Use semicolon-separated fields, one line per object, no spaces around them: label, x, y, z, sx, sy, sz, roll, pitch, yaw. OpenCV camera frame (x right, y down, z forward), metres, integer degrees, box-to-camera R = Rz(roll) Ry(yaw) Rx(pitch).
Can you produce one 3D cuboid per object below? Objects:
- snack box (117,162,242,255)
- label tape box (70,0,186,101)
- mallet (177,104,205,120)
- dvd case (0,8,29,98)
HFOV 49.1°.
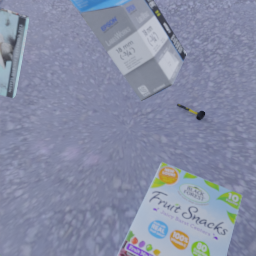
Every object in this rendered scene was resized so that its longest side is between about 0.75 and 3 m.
snack box;1.107;2.427;6.255;2.042;0.761;2.872;22;57;15
label tape box;0.125;-2.385;6.588;0.917;2.898;2.090;-26;20;33
mallet;1.985;-0.575;8.805;0.921;0.190;0.303;36;62;27
dvd case;-3.597;-1.843;5.946;2.591;1.892;0.285;15;25;-14
